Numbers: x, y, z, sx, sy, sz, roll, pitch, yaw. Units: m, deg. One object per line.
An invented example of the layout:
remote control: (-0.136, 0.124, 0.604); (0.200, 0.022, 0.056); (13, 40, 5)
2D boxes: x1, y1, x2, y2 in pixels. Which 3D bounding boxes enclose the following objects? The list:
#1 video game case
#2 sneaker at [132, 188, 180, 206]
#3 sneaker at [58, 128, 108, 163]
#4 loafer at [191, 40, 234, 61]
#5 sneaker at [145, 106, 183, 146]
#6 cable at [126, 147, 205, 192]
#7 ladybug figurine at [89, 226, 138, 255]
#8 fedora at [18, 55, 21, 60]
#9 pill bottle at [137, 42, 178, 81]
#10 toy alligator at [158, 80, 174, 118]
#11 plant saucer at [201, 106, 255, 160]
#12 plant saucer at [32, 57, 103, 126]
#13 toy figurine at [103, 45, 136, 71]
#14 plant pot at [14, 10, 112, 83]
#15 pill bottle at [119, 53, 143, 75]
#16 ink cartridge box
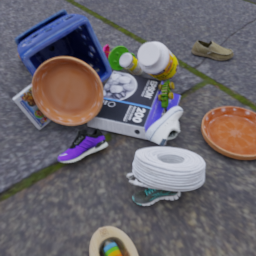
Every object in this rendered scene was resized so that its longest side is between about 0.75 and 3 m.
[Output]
video game case: (-2.776, -1.108, 9.877); (2.055, 1.471, 0.185); (-44, 42, -18)
sneaker: (0.789, 1.749, 7.896); (1.391, 0.635, 0.540); (-11, 35, -9)
sneaker: (-1.531, 0.500, 8.928); (1.700, 0.845, 0.591); (-24, 14, -29)
loafer: (4.043, -3.721, 13.366); (1.988, 0.671, 0.756); (10, 46, 10)
sneaker: (1.390, -0.014, 9.472); (0.767, 0.791, 2.167); (39, 45, 13)
cable: (1.153, 1.098, 7.999); (2.063, 0.714, 2.064); (9, 16, 17)
ladybug figurine: (-0.335, 3.086, 6.644); (1.068, 0.566, 1.574); (-18, 48, -18)
fedora: (-3.917, -3.530, 12.900); (2.187, 0.892, 2.187); (-6, 56, 9)
pill bottle: (1.158, -2.583, 10.919); (1.198, 1.198, 2.192); (25, 8, 23)
toy alligator: (1.379, -1.139, 10.409); (0.560, 0.406, 1.691); (-7, 63, 28)
plant saucer: (3.749, 0.166, 9.699); (2.417, 0.390, 2.417); (1, 45, -1)
plant saucer: (-1.960, -1.200, 9.265); (2.363, 2.363, 0.442); (3, 28, 3)
toy figurine: (-0.585, -3.394, 12.983); (1.466, 1.100, 1.349); (-3, 30, -35)
plant pot: (-2.603, -2.792, 10.811); (2.678, 2.679, 2.408); (-36, 47, -9)
pill bottle: (0.177, -2.676, 11.990); (0.626, 1.146, 0.626); (-11, 70, 31)
ink cartridge box: (0.332, -0.886, 10.578); (2.945, 0.639, 2.918); (14, 47, 11)
